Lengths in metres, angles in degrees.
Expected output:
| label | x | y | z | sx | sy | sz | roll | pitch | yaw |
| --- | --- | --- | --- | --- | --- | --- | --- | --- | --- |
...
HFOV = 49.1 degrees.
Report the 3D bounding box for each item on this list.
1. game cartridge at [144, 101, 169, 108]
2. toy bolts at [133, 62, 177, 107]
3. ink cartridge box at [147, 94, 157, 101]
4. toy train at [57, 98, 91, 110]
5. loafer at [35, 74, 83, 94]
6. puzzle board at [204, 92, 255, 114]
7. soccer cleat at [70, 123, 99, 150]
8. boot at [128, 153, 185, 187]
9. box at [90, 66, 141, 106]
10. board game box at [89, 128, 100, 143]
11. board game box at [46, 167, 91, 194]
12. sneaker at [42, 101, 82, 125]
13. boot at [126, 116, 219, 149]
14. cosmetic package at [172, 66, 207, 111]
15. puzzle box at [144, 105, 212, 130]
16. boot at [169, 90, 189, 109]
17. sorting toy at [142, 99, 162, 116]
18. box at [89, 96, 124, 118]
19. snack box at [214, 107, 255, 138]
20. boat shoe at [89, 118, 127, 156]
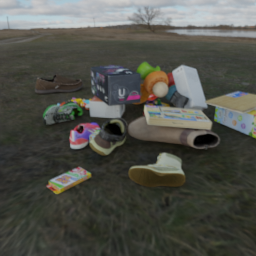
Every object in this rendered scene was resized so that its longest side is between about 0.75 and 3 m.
| label | x | y | z | sx | sy | sz | roll | pitch | yaw |
| --- | --- | --- | --- | --- | --- | --- | --- | --- | --- |
| game cartridge | 1.447 | -1.096 | 14.336 | 1.042 | 0.169 | 0.919 | -20 | 31 | -40 |
| toy bolts | 1.594 | -1.638 | 14.009 | 2.707 | 2.585 | 1.877 | 5 | 44 | -33 |
| ink cartridge box | 0.889 | -2.037 | 16.242 | 1.694 | 0.425 | 1.374 | 10 | 25 | 28 |
| toy train | -2.516 | -1.044 | 13.855 | 1.748 | 0.486 | 1.313 | 3 | 26 | 13 |
| loafer | -4.163 | -2.722 | 17.034 | 2.936 | 1.042 | 1.072 | -10 | 25 | -23 |
| puzzle board | 4.689 | -1.076 | 11.725 | 2.399 | 0.209 | 1.808 | -17 | 25 | -33 |
| soccer cleat | -1.606 | 0.115 | 10.659 | 0.682 | 0.732 | 1.999 | 4 | 23 | 17 |
| boot | 0.848 | 1.195 | 8.350 | 1.590 | 0.573 | 1.229 | 4 | 22 | 4 |
| box | -0.630 | -1.995 | 12.850 | 1.546 | 1.341 | 2.529 | -9 | 23 | -22 |
| board game box | -1.092 | 0.360 | 10.519 | 0.406 | 0.414 | 0.789 | 9 | 25 | 20 |
| board game box | -1.722 | 1.509 | 8.132 | 0.574 | 0.180 | 1.201 | 19 | 32 | 40 |
| sneaker | -2.890 | -0.631 | 12.404 | 0.861 | 0.788 | 2.020 | 27 | 39 | 30 |
| boot | 1.675 | 0.195 | 9.962 | 2.901 | 1.019 | 2.121 | -5 | 17 | -27 |
| cosmetic package | 2.899 | -1.805 | 13.249 | 1.065 | 2.095 | 0.776 | 4 | -21 | -39 |
| puzzle box | 1.712 | -0.399 | 10.019 | 2.187 | 0.278 | 1.455 | 5 | 20 | -4 |
| boot | 2.129 | -1.002 | 12.387 | 0.777 | 1.181 | 0.412 | 27 | -14 | -14 |
| sorting toy | 1.143 | -1.026 | 13.297 | 0.937 | 0.640 | 1.559 | -5 | 27 | 7 |
| box | -0.983 | -1.025 | 13.346 | 1.459 | 0.776 | 1.111 | 4 | 23 | 9 |
| snack box | 5.522 | -0.456 | 11.713 | 2.402 | 0.964 | 2.848 | -11 | 25 | -26 |
| boat shoe | -0.454 | 0.123 | 9.991 | 0.985 | 0.872 | 2.690 | 37 | 25 | -1 |
